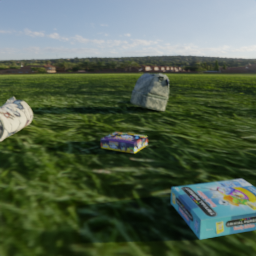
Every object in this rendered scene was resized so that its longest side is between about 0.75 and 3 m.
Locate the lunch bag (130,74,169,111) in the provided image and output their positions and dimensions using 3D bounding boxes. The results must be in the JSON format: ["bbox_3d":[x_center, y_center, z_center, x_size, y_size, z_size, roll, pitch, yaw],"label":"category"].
[{"bbox_3d":[1.171,-1.911,14.389,1.480,1.781,2.124,8,9,-19],"label":"lunch bag"}]

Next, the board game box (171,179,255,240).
[{"bbox_3d":[1.606,1.296,4.704,1.456,0.342,1.099,-3,14,-14],"label":"board game box"}]

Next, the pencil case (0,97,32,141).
[{"bbox_3d":[-4.209,-0.298,9.526,1.006,1.157,2.586,-40,10,10],"label":"pencil case"}]

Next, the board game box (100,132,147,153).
[{"bbox_3d":[-0.113,0.418,8.361,1.113,0.316,0.920,7,14,26],"label":"board game box"}]
